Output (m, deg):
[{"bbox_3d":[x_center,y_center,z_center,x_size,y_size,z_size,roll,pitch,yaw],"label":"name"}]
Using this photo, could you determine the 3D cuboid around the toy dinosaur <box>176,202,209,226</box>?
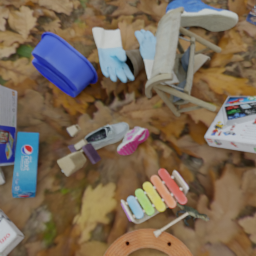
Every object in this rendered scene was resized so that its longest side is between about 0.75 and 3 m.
[{"bbox_3d":[1.549,2.268,7.477,1.169,0.277,0.515,29,58,22],"label":"toy dinosaur"}]

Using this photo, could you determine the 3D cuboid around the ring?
[{"bbox_3d":[0.495,3.780,6.712,2.572,0.247,2.572,0,62,-1],"label":"ring"}]

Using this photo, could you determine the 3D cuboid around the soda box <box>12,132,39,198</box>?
[{"bbox_3d":[-2.868,1.029,7.882,0.598,0.566,1.763,3,61,-18],"label":"soda box"}]

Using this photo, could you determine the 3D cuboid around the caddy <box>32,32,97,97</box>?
[{"bbox_3d":[-1.980,-2.017,8.859,2.175,1.538,1.142,39,72,-10],"label":"caddy"}]

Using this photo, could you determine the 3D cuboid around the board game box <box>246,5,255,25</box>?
[{"bbox_3d":[5.894,-4.237,10.820,2.155,0.373,1.460,34,67,16],"label":"board game box"}]

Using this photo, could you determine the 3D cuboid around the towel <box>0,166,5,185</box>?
[{"bbox_3d":[-4.342,1.126,8.072,1.131,0.294,1.707,-27,66,-12],"label":"towel"}]

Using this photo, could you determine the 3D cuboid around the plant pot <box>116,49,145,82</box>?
[{"bbox_3d":[0.116,-2.225,9.491,1.052,1.052,0.913,40,54,19],"label":"plant pot"}]

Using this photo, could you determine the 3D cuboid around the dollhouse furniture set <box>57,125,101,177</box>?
[{"bbox_3d":[-1.756,0.783,7.440,1.131,1.594,1.263,-35,88,17],"label":"dollhouse furniture set"}]

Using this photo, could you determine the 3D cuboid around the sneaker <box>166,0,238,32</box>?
[{"bbox_3d":[2.786,-4.559,10.620,2.657,1.020,1.478,5,71,10],"label":"sneaker"}]

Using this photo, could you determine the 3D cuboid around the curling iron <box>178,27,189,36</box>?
[{"bbox_3d":[1.567,-3.207,10.323,1.937,0.248,0.480,-36,37,-20],"label":"curling iron"}]

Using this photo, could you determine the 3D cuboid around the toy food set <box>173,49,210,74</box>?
[{"bbox_3d":[2.147,-2.204,9.813,0.900,0.379,1.254,32,65,28],"label":"toy food set"}]

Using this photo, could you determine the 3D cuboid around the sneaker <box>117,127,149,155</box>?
[{"bbox_3d":[0.079,0.376,8.369,1.122,0.457,0.495,-38,40,-21],"label":"sneaker"}]

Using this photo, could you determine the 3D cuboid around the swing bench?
[{"bbox_3d":[1.478,-1.782,8.169,2.204,1.430,2.192,27,67,-37],"label":"swing bench"}]

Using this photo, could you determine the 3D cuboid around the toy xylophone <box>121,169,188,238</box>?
[{"bbox_3d":[0.815,1.969,7.403,1.831,0.460,1.341,-34,56,-16],"label":"toy xylophone"}]

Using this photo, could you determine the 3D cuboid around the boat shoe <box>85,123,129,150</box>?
[{"bbox_3d":[-0.634,0.203,8.398,1.507,0.537,0.526,-26,65,-14],"label":"boat shoe"}]

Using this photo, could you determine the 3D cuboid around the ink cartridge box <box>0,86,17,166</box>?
[{"bbox_3d":[-3.682,-0.095,7.225,0.524,2.230,2.204,0,85,12],"label":"ink cartridge box"}]

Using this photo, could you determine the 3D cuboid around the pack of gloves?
[{"bbox_3d":[0.202,-2.493,8.905,2.318,0.545,2.760,-5,53,-14],"label":"pack of gloves"}]

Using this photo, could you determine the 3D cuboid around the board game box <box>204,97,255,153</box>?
[{"bbox_3d":[3.718,-0.113,7.694,2.776,0.480,1.752,8,54,50],"label":"board game box"}]

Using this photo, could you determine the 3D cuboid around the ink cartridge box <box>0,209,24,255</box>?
[{"bbox_3d":[-3.577,2.634,7.076,1.509,0.629,1.096,39,69,18],"label":"ink cartridge box"}]
